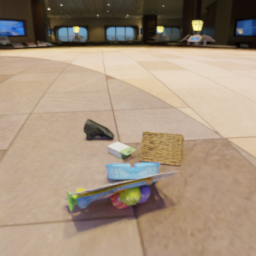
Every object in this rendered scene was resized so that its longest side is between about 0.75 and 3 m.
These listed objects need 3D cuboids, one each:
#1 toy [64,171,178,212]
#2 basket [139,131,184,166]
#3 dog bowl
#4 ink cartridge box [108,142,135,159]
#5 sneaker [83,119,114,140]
[{"bbox_3d":[-0.177,1.748,7.272,2.773,0.655,1.597,-4,-17,-20],"label":"toy"},{"bbox_3d":[1.241,0.795,10.289,1.532,1.141,1.093,4,-10,11],"label":"basket"},{"bbox_3d":[0.142,1.326,8.672,1.706,0.423,0.951,-1,-3,-2],"label":"dog bowl"},{"bbox_3d":[-0.228,0.867,10.332,1.003,0.298,0.521,20,32,40],"label":"ink cartridge box"},{"bbox_3d":[-1.270,0.245,11.662,1.336,0.765,0.511,25,19,-9],"label":"sneaker"}]
